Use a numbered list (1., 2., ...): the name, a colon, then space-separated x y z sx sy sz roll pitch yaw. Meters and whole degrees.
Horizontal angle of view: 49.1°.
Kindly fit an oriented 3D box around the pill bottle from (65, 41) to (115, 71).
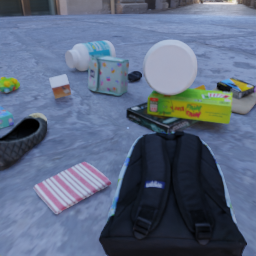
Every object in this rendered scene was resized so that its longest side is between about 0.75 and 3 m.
1. pill bottle: -1.834 -3.474 13.539 2.273 1.259 1.259 -21 34 -36

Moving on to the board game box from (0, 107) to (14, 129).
1. board game box: -4.272 -0.309 8.204 1.199 0.355 1.577 -24 35 -39

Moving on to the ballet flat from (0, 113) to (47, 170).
1. ballet flat: -2.633 0.142 6.921 0.810 0.692 2.437 4 27 7

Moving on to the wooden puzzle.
1. wooden puzzle: 3.534 -1.005 9.696 2.811 0.329 1.897 22 38 37

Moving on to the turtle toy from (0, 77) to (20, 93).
1. turtle toy: -4.578 -1.642 10.697 0.748 0.519 1.026 12 28 22

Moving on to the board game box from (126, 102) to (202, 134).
1. board game box: 1.433 -0.516 8.629 2.505 0.353 1.694 -21 33 -36

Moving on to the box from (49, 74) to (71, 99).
1. box: -2.378 -1.451 9.846 0.600 0.788 0.419 -16 71 -10

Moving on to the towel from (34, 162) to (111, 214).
1. towel: -1.083 1.147 5.509 1.260 0.188 0.922 -24 34 -33

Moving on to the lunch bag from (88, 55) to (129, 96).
1. lunch bag: -0.836 -2.002 10.493 1.550 1.321 0.945 13 25 19

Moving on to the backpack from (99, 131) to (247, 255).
1. backpack: 0.651 0.984 4.465 1.836 1.730 2.251 -2 48 6

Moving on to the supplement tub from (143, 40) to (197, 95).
1. supplement tub: 1.114 -1.608 7.383 1.353 1.353 1.866 5 17 9

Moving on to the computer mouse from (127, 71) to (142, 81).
1. computer mouse: -0.002 -1.958 11.694 0.519 0.301 1.770 30 43 25

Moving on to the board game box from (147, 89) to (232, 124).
1. board game box: 1.765 -0.706 7.998 2.216 0.528 1.126 8 27 17

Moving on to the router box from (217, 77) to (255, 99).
1. router box: 3.785 -1.418 9.860 0.795 0.272 1.066 -20 34 -19
